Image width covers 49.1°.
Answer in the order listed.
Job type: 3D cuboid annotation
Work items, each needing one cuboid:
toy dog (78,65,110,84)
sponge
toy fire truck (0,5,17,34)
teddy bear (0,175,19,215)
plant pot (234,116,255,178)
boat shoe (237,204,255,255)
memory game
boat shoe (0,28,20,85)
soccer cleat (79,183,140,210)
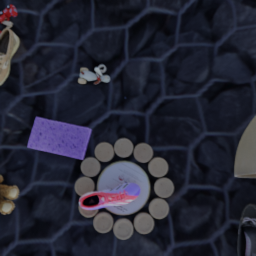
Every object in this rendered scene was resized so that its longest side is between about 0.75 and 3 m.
[{"bbox_3d":[-1.057,-1.569,8.353,0.954,0.459,0.629,-14,84,-3],"label":"toy dog"},{"bbox_3d":[-1.993,0.307,8.173,1.674,0.250,0.934,12,80,2],"label":"sponge"},{"bbox_3d":[-3.765,-3.265,8.637,0.932,0.227,0.657,-32,74,13],"label":"toy fire truck"},{"bbox_3d":[-3.878,1.854,7.838,1.583,0.529,1.148,1,85,-7],"label":"teddy bear"},{"bbox_3d":[3.903,0.416,7.115,2.372,2.372,1.593,0,77,0],"label":"plant pot"},{"bbox_3d":[3.166,2.837,7.174,0.668,0.569,1.998,-12,48,37],"label":"boat shoe"},{"bbox_3d":[-0.111,1.700,7.981,2.832,0.180,2.832,0,81,-1],"label":"memory game"},{"bbox_3d":[-3.883,-2.086,8.379,0.657,0.595,1.843,17,81,3],"label":"boat shoe"},{"bbox_3d":[-0.486,1.873,7.537,1.689,0.646,0.563,-11,83,0],"label":"soccer cleat"}]
